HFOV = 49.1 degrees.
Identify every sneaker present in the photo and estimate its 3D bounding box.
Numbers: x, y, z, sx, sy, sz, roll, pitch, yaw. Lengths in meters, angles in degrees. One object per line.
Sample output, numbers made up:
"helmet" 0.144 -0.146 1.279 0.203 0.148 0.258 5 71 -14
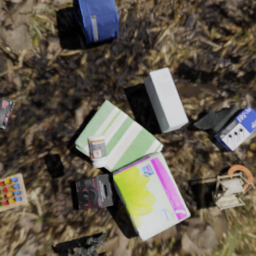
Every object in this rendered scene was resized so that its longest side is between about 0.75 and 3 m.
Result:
"sneaker" 3.270 -0.451 10.483 0.863 0.497 1.654 40 86 6

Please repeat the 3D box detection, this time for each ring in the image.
"ring" 3.960 1.783 9.924 0.924 0.089 0.924 2 67 -5

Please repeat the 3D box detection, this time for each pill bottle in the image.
"pill bottle" -0.873 0.663 7.965 0.495 0.495 0.850 -7 96 -2

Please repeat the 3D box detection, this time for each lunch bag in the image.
"lunch bag" -1.327 -4.524 10.819 1.491 1.531 2.254 -13 71 -8

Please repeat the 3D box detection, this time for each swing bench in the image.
"swing bench" 3.431 2.117 9.362 0.997 1.002 0.650 -4 32 -19

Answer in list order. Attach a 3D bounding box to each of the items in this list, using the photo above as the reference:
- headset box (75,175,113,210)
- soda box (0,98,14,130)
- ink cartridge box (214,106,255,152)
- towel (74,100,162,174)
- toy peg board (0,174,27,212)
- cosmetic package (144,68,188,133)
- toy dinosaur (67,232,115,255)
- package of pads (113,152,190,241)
"headset box" -1.123 2.174 9.442 1.386 0.520 1.030 -20 74 41
"soda box" -4.725 -0.535 10.586 0.398 0.356 1.124 14 77 3
"ink cartridge box" 4.132 0.040 10.441 1.703 0.376 0.800 -40 81 -9
"towel" -0.325 0.602 10.059 2.646 0.309 2.018 37 87 0
"toy peg board" -4.262 2.278 9.841 1.077 0.529 1.081 -17 78 -4
"cosmetic package" 1.336 -0.959 10.156 0.740 1.054 2.078 -17 81 -10
"toy dinosaur" -1.012 4.574 8.785 2.997 1.531 2.034 -12 84 -19
"package of pads" 0.709 2.290 9.471 1.894 0.836 2.452 -26 90 -6
